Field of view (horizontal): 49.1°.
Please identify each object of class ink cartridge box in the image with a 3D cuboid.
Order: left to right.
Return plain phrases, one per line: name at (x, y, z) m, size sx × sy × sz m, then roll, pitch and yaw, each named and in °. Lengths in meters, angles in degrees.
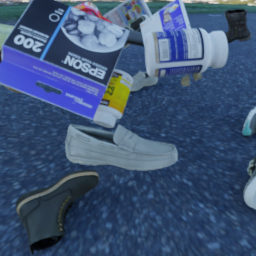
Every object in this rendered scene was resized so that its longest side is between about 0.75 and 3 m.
ink cartridge box at (-1.682, -1.950, 7.373) m, size 2.763 × 0.605 × 2.789 m, roll 21°, pitch 66°, yaw -6°
ink cartridge box at (1.124, -2.893, 8.504) m, size 1.527 × 1.541 × 0.334 m, roll -23°, pitch -27°, yaw 34°

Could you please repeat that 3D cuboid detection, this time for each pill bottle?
pill bottle at (-0.479, -0.841, 8.228) m, size 0.872 × 0.872 × 1.595 m, roll 13°, pitch 77°, yaw 21°
pill bottle at (1.468, -1.970, 7.325) m, size 1.980 × 1.146 × 1.146 m, roll -4°, pitch 31°, yaw -1°

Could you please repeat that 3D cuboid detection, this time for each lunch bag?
lunch bag at (-1.607, -3.482, 11.224) m, size 2.362 × 2.682 × 1.099 m, roll -21°, pitch 41°, yaw 7°

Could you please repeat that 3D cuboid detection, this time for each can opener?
can opener at (0.968, -3.128, 10.951) m, size 2.547 × 0.852 × 0.679 m, roll 7°, pitch 2°, yaw -17°

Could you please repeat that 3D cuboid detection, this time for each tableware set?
tableware set at (1.869, -1.683, 8.472) m, size 0.098 × 0.843 × 0.704 m, roll 11°, pitch -23°, yaw -42°

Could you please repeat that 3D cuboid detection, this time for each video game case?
video game case at (0.037, -4.655, 12.195) m, size 2.093 × 1.499 × 0.189 m, roll -16°, pitch 25°, yaw 38°

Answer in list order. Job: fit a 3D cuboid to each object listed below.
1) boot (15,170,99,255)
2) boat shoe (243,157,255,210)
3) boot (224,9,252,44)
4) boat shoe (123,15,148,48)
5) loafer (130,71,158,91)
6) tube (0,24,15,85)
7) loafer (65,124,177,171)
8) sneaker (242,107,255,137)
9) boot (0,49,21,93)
boot at (-1.497, 1.995, 6.780) m, size 2.133 × 0.826 × 1.475 m, roll -25°, pitch 41°, yaw -14°
boat shoe at (3.892, 1.259, 7.772) m, size 2.948 × 1.042 × 0.939 m, roll -23°, pitch 25°, yaw -35°
boot at (3.339, -3.321, 9.078) m, size 1.292 × 1.124 × 0.447 m, roll 6°, pitch 58°, yaw 43°
boat shoe at (0.125, -3.834, 11.210) m, size 0.545 × 1.712 × 0.605 m, roll -9°, pitch 64°, yaw -53°
loafer at (0.547, -2.422, 14.059) m, size 2.342 × 0.817 × 0.819 m, roll -25°, pitch 39°, yaw -36°
tube at (-4.632, -2.591, 9.940) m, size 0.583 × 2.246 × 0.652 m, roll 27°, pitch 30°, yaw 7°
loafer at (-0.162, 0.411, 6.616) m, size 2.684 × 0.936 × 0.938 m, roll 4°, pitch 19°, yaw 1°
sneaker at (5.016, -0.244, 10.437) m, size 1.002 × 0.852 × 2.197 m, roll 25°, pitch 40°, yaw 30°
boot at (-3.829, -1.986, 9.560) m, size 1.638 × 1.363 × 0.593 m, roll 29°, pitch 20°, yaw -49°
